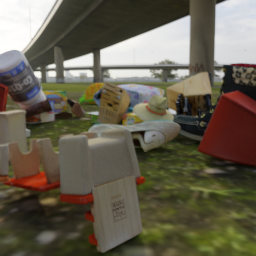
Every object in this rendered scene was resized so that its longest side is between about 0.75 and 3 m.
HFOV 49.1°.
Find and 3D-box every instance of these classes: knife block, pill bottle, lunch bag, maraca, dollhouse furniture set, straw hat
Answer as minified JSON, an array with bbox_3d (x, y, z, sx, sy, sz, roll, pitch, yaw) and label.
[{"bbox_3d":[2.691,-1.000,10.122,2.779,0.889,2.440,-26,33,-26],"label":"knife block"},{"bbox_3d":[-4.563,-1.909,11.888,1.407,2.473,1.407,-9,47,10],"label":"pill bottle"},{"bbox_3d":[0.012,-1.254,13.330,2.648,1.684,2.246,18,19,31],"label":"lunch bag"},{"bbox_3d":[-0.371,-1.048,10.706,0.758,2.369,2.079,22,42,8],"label":"knife block"},{"bbox_3d":[-2.727,-2.655,22.174,2.860,1.530,1.961,-10,33,37],"label":"maraca"},{"bbox_3d":[-3.320,0.133,6.613,1.649,1.073,1.515,3,9,15],"label":"dollhouse furniture set"},{"bbox_3d":[-0.941,0.735,3.853,2.372,1.222,2.347,-9,1,-43],"label":"dollhouse furniture set"},{"bbox_3d":[0.949,-0.722,9.132,1.562,0.661,1.562,14,29,-8],"label":"straw hat"}]

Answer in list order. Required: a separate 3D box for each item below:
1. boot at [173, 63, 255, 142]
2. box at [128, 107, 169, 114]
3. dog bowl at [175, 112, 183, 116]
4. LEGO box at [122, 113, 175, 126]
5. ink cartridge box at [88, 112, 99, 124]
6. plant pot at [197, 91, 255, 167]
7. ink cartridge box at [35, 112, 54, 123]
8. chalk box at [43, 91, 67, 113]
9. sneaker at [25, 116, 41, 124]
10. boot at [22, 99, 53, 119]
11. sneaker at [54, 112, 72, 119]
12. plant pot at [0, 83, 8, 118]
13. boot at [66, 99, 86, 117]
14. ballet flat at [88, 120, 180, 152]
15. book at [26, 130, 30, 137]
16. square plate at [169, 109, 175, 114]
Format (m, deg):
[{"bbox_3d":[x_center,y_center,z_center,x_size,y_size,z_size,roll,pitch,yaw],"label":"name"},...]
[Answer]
[{"bbox_3d":[2.510,-0.676,7.617,2.867,2.166,1.035,14,27,39],"label":"boot"},{"bbox_3d":[0.840,-0.483,11.444,1.719,0.707,0.422,-4,10,-26],"label":"box"},{"bbox_3d":[2.430,-0.366,11.032,1.254,0.368,1.254,14,10,-3],"label":"dog bowl"},{"bbox_3d":[0.758,-0.195,10.004,1.561,0.602,1.162,5,11,28],"label":"LEGO box"},{"bbox_3d":[-1.278,-0.452,12.145,1.086,0.412,0.803,9,13,44],"label":"ink cartridge box"},{"bbox_3d":[2.527,0.084,6.164,1.203,1.365,1.363,30,26,27],"label":"plant pot"},{"bbox_3d":[-3.858,-0.511,12.500,0.987,0.419,0.719,11,15,42],"label":"ink cartridge box"},{"bbox_3d":[-4.284,-1.224,14.158,2.063,1.277,1.283,-6,11,-33],"label":"chalk box"},{"bbox_3d":[-4.156,-0.502,11.846,1.083,0.607,0.420,4,9,21],"label":"sneaker"},{"bbox_3d":[-4.149,-0.640,11.831,1.781,0.572,1.660,-27,1,-9],"label":"boot"},{"bbox_3d":[-3.190,-0.623,13.322,1.054,0.354,0.473,-5,16,-12],"label":"sneaker"},{"bbox_3d":[-5.539,-0.917,10.207,1.982,2.247,2.249,8,6,-20],"label":"plant pot"},{"bbox_3d":[-2.438,-0.869,13.942,1.498,0.526,1.095,48,2,29],"label":"boot"},{"bbox_3d":[0.177,0.315,7.122,2.418,0.815,0.754,-4,45,-3],"label":"ballet flat"},{"bbox_3d":[-4.059,0.053,9.166,1.056,0.380,1.581,3,4,-45],"label":"book"},{"bbox_3d":[3.242,-0.597,13.017,2.939,0.422,2.967,4,10,24],"label":"square plate"}]
